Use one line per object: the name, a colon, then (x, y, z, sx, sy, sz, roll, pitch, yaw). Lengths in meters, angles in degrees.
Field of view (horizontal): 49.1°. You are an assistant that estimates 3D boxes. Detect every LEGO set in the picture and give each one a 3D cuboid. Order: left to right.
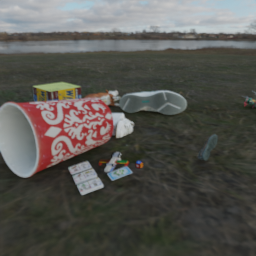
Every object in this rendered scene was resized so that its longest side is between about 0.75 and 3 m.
LEGO set: (-0.511, 1.104, 6.976, 1.694, 0.416, 1.265, -18, 26, -19)

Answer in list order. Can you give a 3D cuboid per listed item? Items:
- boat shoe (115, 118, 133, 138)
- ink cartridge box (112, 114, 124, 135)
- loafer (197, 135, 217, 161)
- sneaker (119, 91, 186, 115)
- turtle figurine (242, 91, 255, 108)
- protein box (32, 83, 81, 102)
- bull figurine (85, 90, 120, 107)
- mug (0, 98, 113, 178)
boat shoe: (-0.086, 0.002, 9.673, 0.495, 0.505, 1.428, 13, 21, 8)
ink cartridge box: (-1.187, -0.167, 10.380, 1.852, 0.464, 1.491, -1, 19, 12)
loafer: (2.185, 0.519, 7.785, 0.284, 0.324, 0.902, -3, 41, 49)
sneaker: (1.141, -1.217, 12.475, 2.909, 1.023, 1.166, 4, 17, 14)
turtle figurine: (5.960, -1.216, 13.045, 1.269, 0.639, 0.950, 30, 47, 28)
protein box: (-3.198, -1.350, 12.705, 1.585, 1.077, 1.596, -17, 25, -41)
bull figurine: (-1.062, -1.310, 13.162, 1.324, 0.710, 2.182, 15, 23, 39)
mug: (-2.072, -0.032, 7.888, 2.446, 1.838, 2.755, 17, 22, 36)
